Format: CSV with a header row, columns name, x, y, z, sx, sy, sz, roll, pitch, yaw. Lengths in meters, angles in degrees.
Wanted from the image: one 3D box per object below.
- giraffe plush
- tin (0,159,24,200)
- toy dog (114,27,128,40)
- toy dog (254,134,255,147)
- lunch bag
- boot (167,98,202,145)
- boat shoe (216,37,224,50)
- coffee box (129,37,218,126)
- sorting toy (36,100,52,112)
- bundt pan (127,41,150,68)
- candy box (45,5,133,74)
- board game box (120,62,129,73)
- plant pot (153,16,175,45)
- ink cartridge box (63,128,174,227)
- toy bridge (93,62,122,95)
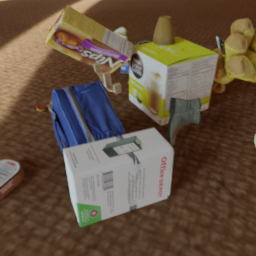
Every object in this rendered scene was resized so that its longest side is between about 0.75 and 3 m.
name,x,y,z,sx,sy,sz,roll,pitch,yaw
giraffe plush,4.048,-2.525,10.938,2.270,2.799,2.415,-2,62,52
tin,-3.787,1.546,7.892,1.048,0.392,1.871,19,39,18
toy dog,-0.789,-4.530,15.717,2.022,1.455,2.085,-8,34,11
toy dog,4.401,-0.437,7.225,1.803,2.583,2.505,3,-5,-9
lunch bag,-1.350,0.046,8.446,1.718,1.764,2.597,-16,62,-23
boot,1.837,-0.188,9.110,1.076,1.647,0.558,6,4,10
boat shoe,3.963,-3.681,12.030,0.257,0.852,0.322,-18,70,18
coffee box,1.646,-1.967,11.094,2.442,2.414,2.438,-19,39,-25
sorting toy,-2.693,-0.950,11.483,1.950,0.330,0.940,-20,40,-27
bundt pan,0.883,-3.323,13.727,1.845,1.845,0.692,3,18,5
candy box,-1.375,-3.026,10.117,2.711,1.581,0.765,23,63,-29
board game box,0.812,-3.387,14.910,2.316,0.399,1.568,3,35,4
plant pot,1.388,-3.756,10.728,0.869,0.932,0.869,-1,35,1
ink cartridge box,-0.220,1.212,7.091,2.476,1.807,1.041,-12,36,-19
toy bridge,-0.592,-1.346,7.948,0.203,0.502,1.492,-24,45,-17
